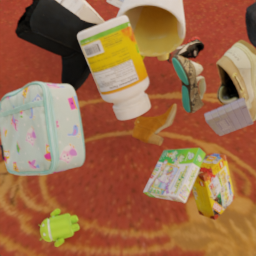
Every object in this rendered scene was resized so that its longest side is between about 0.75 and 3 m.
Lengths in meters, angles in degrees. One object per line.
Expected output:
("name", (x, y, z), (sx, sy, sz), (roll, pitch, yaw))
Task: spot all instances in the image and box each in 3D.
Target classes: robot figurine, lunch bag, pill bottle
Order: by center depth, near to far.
("lunch bag", (-2.006, 0.018, 6.069), (2.408, 1.932, 0.928), (-8, 1, 44))
("pill bottle", (-0.243, -1.435, 7.026), (1.294, 2.330, 1.294), (-19, 20, 7))
("robot figurine", (-1.859, 2.674, 7.508), (1.048, 0.606, 0.919), (-11, 61, -10))

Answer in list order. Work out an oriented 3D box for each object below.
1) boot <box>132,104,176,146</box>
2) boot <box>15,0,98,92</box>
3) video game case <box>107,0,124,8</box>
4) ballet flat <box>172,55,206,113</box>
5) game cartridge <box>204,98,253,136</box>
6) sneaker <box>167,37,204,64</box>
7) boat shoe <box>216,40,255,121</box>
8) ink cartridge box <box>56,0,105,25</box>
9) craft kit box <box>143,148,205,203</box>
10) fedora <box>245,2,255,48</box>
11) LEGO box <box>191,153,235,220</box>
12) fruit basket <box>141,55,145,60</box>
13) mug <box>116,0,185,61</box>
("boot", (0.737, -0.217, 8.165), (0.990, 0.487, 1.383), (22, 80, 27))
("boot", (-2.040, -2.322, 8.020), (2.342, 2.787, 1.064), (19, 55, -29))
("video game case", (0.298, -5.014, 10.073), (1.861, 1.694, 0.220), (33, 19, 19))
("ballet flat", (1.512, -1.115, 6.684), (0.656, 1.742, 0.591), (-29, 41, -5))
("game cartridge", (1.965, -0.176, 5.442), (0.766, 1.181, 0.227), (-20, 66, 23))
("sneaker", (1.955, -2.528, 9.348), (1.364, 0.482, 0.666), (-31, 48, -6))
("boat shoe", (2.421, -0.837, 6.353), (0.794, 2.393, 0.886), (-32, 45, -1))
("ink cartridge box", (-1.773, -4.090, 10.409), (1.129, 1.939, 2.663), (-45, 51, 12))
("craft kit box", (0.835, 0.848, 5.164), (0.981, 0.241, 0.994), (-8, 46, 54))
("fedora", (3.953, -2.963, 7.894), (1.011, 2.213, 2.213), (-14, 51, 9))
("LEGO box", (1.818, 1.251, 6.075), (0.845, 1.134, 0.438), (-33, 23, -32))
("fruit basket", (0.196, -2.340, 9.347), (1.092, 1.092, 0.788), (-8, 46, -6))
("mug", (0.667, -3.360, 8.283), (1.937, 2.419, 1.986), (13, 64, -7))
